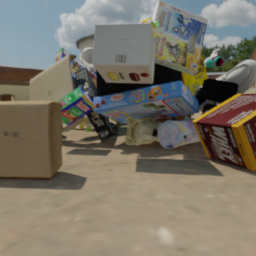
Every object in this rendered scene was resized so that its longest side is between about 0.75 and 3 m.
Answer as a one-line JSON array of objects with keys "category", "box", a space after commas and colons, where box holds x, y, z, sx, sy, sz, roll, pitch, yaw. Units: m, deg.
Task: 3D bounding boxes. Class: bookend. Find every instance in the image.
[{"category": "bookend", "box": [-0.065, -1.481, 9.516, 2.711, 1.256, 2.728, 4, -14, -29]}]

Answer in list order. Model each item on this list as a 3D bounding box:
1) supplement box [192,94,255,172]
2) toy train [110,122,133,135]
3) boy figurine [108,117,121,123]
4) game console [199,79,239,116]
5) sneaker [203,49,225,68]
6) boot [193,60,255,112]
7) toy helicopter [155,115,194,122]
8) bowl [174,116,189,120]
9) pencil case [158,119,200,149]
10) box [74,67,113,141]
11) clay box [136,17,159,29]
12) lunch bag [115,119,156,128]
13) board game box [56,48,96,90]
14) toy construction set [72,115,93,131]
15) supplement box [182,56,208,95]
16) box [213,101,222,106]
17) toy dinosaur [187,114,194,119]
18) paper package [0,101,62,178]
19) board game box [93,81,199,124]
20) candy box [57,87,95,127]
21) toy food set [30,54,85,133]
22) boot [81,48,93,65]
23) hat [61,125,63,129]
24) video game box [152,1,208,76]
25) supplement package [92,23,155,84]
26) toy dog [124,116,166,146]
[{"category": "supplement box", "box": [2.658, 0.003, 6.373, 1.550, 1.043, 1.571, -29, 14, -15]}, {"category": "toy train", "box": [-0.365, 0.064, 11.898, 1.234, 0.526, 0.703, 0, 17, -21]}, {"category": "boy figurine", "box": [-0.723, -1.343, 13.007, 1.758, 2.828, 0.911, -29, -42, 29]}, {"category": "game console", "box": [2.585, -0.584, 8.377, 1.043, 1.768, 0.213, 14, -7, 19]}, {"category": "sneaker", "box": [3.144, -2.418, 9.782, 0.590, 0.409, 0.977, 22, 58, 43]}, {"category": "boot", "box": [3.077, -1.294, 9.221, 1.143, 0.879, 2.391, -2, -35, -37]}, {"category": "toy helicopter", "box": [2.161, -0.537, 11.120, 2.377, 1.572, 0.937, -33, -42, 16]}, {"category": "bowl", "box": [2.161, -0.103, 11.996, 0.951, 0.951, 0.498, 3, 36, 30]}, {"category": "pencil case", "box": [1.756, 0.140, 8.854, 0.915, 0.839, 2.018, -10, -2, 35]}, {"category": "box", "box": [-1.264, -0.916, 10.248, 0.505, 1.859, 2.321, -23, 38, 3]}, {"category": "clay box", "box": [0.403, -2.858, 7.921, 0.905, 0.215, 0.520, -21, 35, 13]}, {"category": "lunch bag", "box": [0.541, -0.632, 12.987, 2.200, 1.769, 0.907, 1, -34, 28]}, {"category": "board game box", "box": [-1.818, -2.039, 12.021, 2.801, 0.483, 1.896, 33, 27, -35]}, {"category": "toy construction set", "box": [-2.453, -0.425, 13.826, 2.687, 1.238, 1.762, 12, 7, 6]}, {"category": "supplement box", "box": [1.641, -1.781, 11.081, 1.417, 1.426, 2.604, -30, 20, -35]}, {"category": "box", "box": [3.825, -0.265, 9.144, 1.512, 1.091, 2.037, -4, -10, 34]}, {"category": "toy dinosaur", "box": [2.559, -1.336, 13.017, 1.320, 1.754, 2.585, 50, 6, 29]}, {"category": "paper package", "box": [-2.045, 0.194, 5.292, 1.475, 1.406, 0.763, 0, 5, 5]}, {"category": "board game box", "box": [0.634, -0.708, 9.035, 2.827, 0.517, 2.138, -9, -14, 25]}, {"category": "candy box", "box": [-1.588, -0.595, 8.138, 1.037, 0.399, 0.877, -35, -26, 3]}, {"category": "toy food set", "box": [-2.424, -1.069, 9.759, 1.936, 2.699, 0.815, -25, -28, 24]}, {"category": "boot", "box": [-1.200, -2.288, 8.911, 0.617, 0.497, 1.366, 21, 11, 24]}, {"category": "hat", "box": [-3.641, -0.666, 11.611, 0.882, 2.188, 2.188, -32, 20, -26]}, {"category": "video game box", "box": [1.442, -2.694, 8.426, 1.669, 1.832, 0.429, 15, -12, -10]}, {"category": "supplement package", "box": [-0.039, -1.748, 6.817, 1.307, 1.005, 1.367, 3, -7, 10]}, {"category": "toy dog", "box": [0.758, 0.081, 9.129, 1.393, 0.972, 1.351, -1, 2, -30]}]
